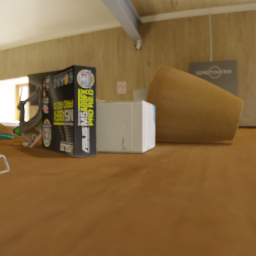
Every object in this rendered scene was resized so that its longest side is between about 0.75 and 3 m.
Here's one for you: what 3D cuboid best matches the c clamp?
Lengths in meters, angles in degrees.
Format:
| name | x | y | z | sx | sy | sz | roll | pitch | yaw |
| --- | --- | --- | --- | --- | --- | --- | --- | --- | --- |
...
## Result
| name | x | y | z | sx | sy | sz | roll | pitch | yaw |
| --- | --- | --- | --- | --- | --- | --- | --- | --- | --- |
| c clamp | -3.116 | -0.741 | 8.831 | 0.277 | 1.745 | 2.043 | 15 | -21 | -41 |

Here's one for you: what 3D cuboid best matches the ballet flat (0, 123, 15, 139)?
| name | x | y | z | sx | sy | sz | roll | pitch | yaw |
| --- | --- | --- | --- | --- | --- | --- | --- | --- | --- |
| ballet flat | -6.274 | -0.050 | 12.018 | 2.750 | 0.995 | 0.933 | 0 | -15 | -2 |

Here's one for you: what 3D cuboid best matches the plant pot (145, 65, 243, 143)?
| name | x | y | z | sx | sy | sz | roll | pitch | yaw |
| --- | --- | --- | --- | --- | --- | --- | --- | --- | --- |
| plant pot | 2.322 | -0.600 | 9.761 | 2.943 | 2.742 | 2.742 | 13 | 6 | 18 |

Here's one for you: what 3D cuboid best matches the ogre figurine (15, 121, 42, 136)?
| name | x | y | z | sx | sy | sz | roll | pitch | yaw |
| --- | --- | --- | --- | --- | --- | --- | --- | --- | --- |
| ogre figurine | -3.425 | 0.035 | 10.579 | 0.707 | 1.442 | 0.864 | 38 | -24 | 21 |

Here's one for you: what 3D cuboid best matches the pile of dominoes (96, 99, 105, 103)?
| name | x | y | z | sx | sy | sz | roll | pitch | yaw |
| --- | --- | --- | --- | --- | --- | --- | --- | --- | --- |
| pile of dominoes | -1.043 | -0.409 | 12.034 | 2.692 | 0.429 | 2.098 | 15 | 37 | -17 |

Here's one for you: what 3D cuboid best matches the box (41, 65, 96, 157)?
| name | x | y | z | sx | sy | sz | roll | pitch | yaw |
| --- | --- | --- | --- | --- | --- | --- | --- | --- | --- |
| box | -1.564 | -0.380 | 6.994 | 0.547 | 1.981 | 2.473 | 0 | 2 | -33 |

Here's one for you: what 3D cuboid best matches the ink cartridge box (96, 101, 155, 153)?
| name | x | y | z | sx | sy | sz | roll | pitch | yaw |
| --- | --- | --- | --- | --- | --- | --- | --- | --- | --- |
| ink cartridge box | -0.024 | -0.037 | 7.484 | 1.244 | 1.249 | 1.703 | 0 | 1 | 15 |

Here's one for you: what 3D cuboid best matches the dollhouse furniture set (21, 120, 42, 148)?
| name | x | y | z | sx | sy | sz | roll | pitch | yaw |
| --- | --- | --- | --- | --- | --- | --- | --- | --- | --- |
| dollhouse furniture set | -2.808 | 0.513 | 8.705 | 1.715 | 1.359 | 1.217 | -30 | 21 | 45 |

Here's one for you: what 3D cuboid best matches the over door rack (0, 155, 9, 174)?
| name | x | y | z | sx | sy | sz | roll | pitch | yaw |
| --- | --- | --- | --- | --- | --- | --- | --- | --- | --- |
| over door rack | -2.727 | 0.431 | 4.042 | 1.144 | 0.516 | 1.548 | 3 | 3 | 45 |

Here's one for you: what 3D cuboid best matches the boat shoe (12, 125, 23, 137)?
| name | x | y | z | sx | sy | sz | roll | pitch | yaw |
| --- | --- | --- | --- | --- | --- | --- | --- | --- | --- |
| boat shoe | -4.565 | 0.178 | 13.201 | 1.760 | 0.631 | 0.596 | 7 | -2 | -16 |
